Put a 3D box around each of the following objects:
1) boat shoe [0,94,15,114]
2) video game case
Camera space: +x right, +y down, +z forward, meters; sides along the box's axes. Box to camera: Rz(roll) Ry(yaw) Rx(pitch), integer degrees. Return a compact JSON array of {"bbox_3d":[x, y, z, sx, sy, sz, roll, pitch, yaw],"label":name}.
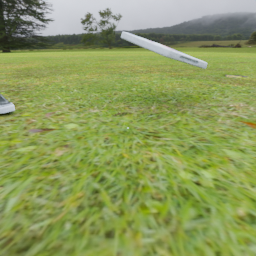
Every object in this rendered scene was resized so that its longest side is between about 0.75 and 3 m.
[{"bbox_3d":[-5.296,-1.132,10.559,2.729,0.932,1.008,15,24,37],"label":"boat shoe"},{"bbox_3d":[1.500,-3.247,11.693,2.600,0.328,2.853,2,25,-44],"label":"video game case"}]
